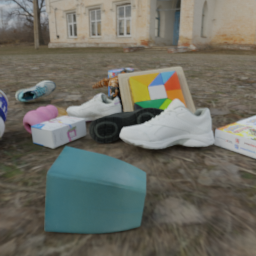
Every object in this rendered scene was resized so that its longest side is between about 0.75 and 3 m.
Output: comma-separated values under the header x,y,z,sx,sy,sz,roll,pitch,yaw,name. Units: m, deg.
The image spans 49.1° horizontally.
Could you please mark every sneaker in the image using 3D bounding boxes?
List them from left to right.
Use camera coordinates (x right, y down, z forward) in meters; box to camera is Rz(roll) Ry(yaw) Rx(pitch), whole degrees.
x,y,z,sx,sy,sz,roll,pitch,yaw,name
-4.499,-1.716,13.887,2.024,0.786,0.874,-26,24,-18,sneaker
-1.322,-0.811,10.944,2.339,1.165,0.876,4,23,18,sneaker
0.126,-0.204,9.286,2.798,1.062,1.270,-3,13,-2,sneaker
1.151,-0.126,8.350,2.886,1.434,1.124,-3,5,-15,sneaker

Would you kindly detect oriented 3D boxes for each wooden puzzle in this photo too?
x,y,z,sx,sy,sz,roll,pitch,yaw,name
1.075,-1.281,10.754,2.665,0.536,2.881,-8,56,-4,wooden puzzle

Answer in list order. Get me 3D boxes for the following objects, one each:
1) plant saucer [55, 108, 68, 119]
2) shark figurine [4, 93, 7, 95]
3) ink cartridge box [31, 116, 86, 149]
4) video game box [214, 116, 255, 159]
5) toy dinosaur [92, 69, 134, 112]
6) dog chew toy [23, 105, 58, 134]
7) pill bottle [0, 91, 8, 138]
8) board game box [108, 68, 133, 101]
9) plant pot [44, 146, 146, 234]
x,y,z,sx,sy,sz,roll,pitch,yaw,name
-2.930,-0.296,10.440,1.419,0.251,1.419,-1,35,1,plant saucer
-5.377,-0.767,11.613,0.860,1.440,0.601,-24,-29,18,shark figurine
-2.219,0.091,9.103,1.041,0.610,1.441,9,20,35,ink cartridge box
4.413,0.316,8.528,2.634,0.617,2.400,-14,21,-36,video game box
-0.315,-1.675,12.378,1.417,1.883,2.774,-15,23,-35,toy dinosaur
-2.953,-0.341,9.691,0.835,0.835,1.341,10,35,27,dog chew toy
-4.467,-0.244,8.595,1.313,1.313,2.193,-5,38,-14,pill bottle
-0.356,-2.221,14.482,0.441,1.545,1.578,14,22,35,board game box
-0.531,1.208,5.196,1.660,1.173,1.172,9,19,1,plant pot
